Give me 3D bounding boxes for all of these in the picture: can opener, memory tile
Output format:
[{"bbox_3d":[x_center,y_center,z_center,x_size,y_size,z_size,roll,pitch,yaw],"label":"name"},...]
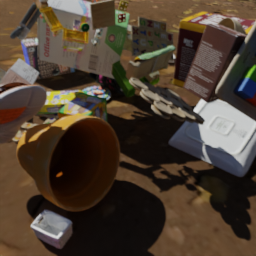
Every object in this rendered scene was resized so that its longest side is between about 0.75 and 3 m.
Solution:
[{"bbox_3d":[-3.018,-3.102,8.345,0.362,1.373,0.456,40,34,-21],"label":"can opener"},{"bbox_3d":[1.078,-0.677,7.534,2.147,0.180,1.646,8,33,-47],"label":"memory tile"}]

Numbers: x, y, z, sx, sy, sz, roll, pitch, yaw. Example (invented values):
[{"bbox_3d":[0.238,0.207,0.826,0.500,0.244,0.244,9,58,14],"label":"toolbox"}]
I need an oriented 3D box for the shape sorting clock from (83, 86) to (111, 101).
[{"bbox_3d":[-1.438,-1.430,12.094,1.377,0.270,1.377,0,35,0],"label":"shape sorting clock"}]

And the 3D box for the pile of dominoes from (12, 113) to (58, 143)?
[{"bbox_3d":[-4.189,-0.307,10.393,2.683,0.427,2.091,9,36,13],"label":"pile of dominoes"}]

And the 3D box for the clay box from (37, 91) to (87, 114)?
[{"bbox_3d":[-2.626,-1.035,11.202,1.961,0.467,1.127,-2,34,-2],"label":"clay box"}]

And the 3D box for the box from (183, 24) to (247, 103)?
[{"bbox_3d":[2.027,-1.525,6.664,0.617,1.647,0.825,-17,45,-40],"label":"box"}]

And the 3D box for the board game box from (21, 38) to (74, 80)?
[{"bbox_3d":[-3.885,-3.479,13.714,2.144,1.709,1.038,-19,41,-23],"label":"board game box"}]

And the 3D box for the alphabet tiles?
[{"bbox_3d":[0.996,-3.272,10.951,2.213,1.841,0.070,-5,5,-38],"label":"alphabet tiles"}]

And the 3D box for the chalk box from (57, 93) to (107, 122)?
[{"bbox_3d":[-1.456,-0.463,9.991,1.139,1.145,1.840,15,40,20],"label":"chalk box"}]

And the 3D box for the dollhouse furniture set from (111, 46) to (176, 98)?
[{"bbox_3d":[0.379,-1.974,8.388,1.353,2.066,1.037,-28,79,-14],"label":"dollhouse furniture set"}]

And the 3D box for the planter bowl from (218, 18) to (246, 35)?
[{"bbox_3d":[2.567,-2.271,6.974,0.548,0.814,0.814,3,33,-23],"label":"planter bowl"}]

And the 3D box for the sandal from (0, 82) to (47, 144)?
[{"bbox_3d":[-2.944,-0.418,6.512,1.135,2.962,0.849,-6,71,-44],"label":"sandal"}]

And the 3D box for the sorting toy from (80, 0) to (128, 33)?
[{"bbox_3d":[-0.680,-3.153,7.709,1.465,0.706,0.248,-21,48,-19],"label":"sorting toy"}]

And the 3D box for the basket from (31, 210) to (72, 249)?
[{"bbox_3d":[-1.762,2.387,6.561,0.810,0.499,0.549,15,39,22],"label":"basket"}]

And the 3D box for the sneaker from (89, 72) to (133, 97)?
[{"bbox_3d":[-0.712,-2.022,12.118,1.222,1.120,2.918,-8,23,-38],"label":"sneaker"}]

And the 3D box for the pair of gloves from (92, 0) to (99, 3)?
[{"bbox_3d":[-1.318,-4.450,10.916,0.319,2.298,2.580,11,31,-14],"label":"pair of gloves"}]

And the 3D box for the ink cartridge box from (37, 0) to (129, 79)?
[{"bbox_3d":[-1.537,-3.094,9.509,2.783,2.022,1.218,12,46,-7],"label":"ink cartridge box"}]

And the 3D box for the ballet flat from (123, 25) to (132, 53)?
[{"bbox_3d":[0.199,-3.545,11.387,0.992,0.917,2.942,54,25,13],"label":"ballet flat"}]

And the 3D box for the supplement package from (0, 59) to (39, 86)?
[{"bbox_3d":[-3.073,-1.205,7.667,0.678,0.952,1.222,37,15,-22],"label":"supplement package"}]

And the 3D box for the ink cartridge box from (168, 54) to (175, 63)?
[{"bbox_3d":[2.203,-3.884,15.447,0.624,0.362,1.072,0,34,0],"label":"ink cartridge box"}]

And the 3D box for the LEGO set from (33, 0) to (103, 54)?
[{"bbox_3d":[-1.850,-2.800,8.028,2.165,0.806,0.996,27,69,-11],"label":"LEGO set"}]

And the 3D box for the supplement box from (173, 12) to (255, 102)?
[{"bbox_3d":[3.808,-3.134,12.163,2.898,2.938,1.951,26,43,31],"label":"supplement box"}]

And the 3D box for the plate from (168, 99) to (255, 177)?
[{"bbox_3d":[3.093,0.038,9.294,2.636,0.426,2.630,26,59,31],"label":"plate"}]

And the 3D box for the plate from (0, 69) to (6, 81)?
[{"bbox_3d":[-5.904,-2.258,11.933,2.552,2.546,0.412,16,80,21],"label":"plate"}]

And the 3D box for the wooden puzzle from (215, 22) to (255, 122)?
[{"bbox_3d":[3.406,-1.099,6.191,2.361,2.187,0.547,31,-2,-12],"label":"wooden puzzle"}]

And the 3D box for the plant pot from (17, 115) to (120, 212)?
[{"bbox_3d":[-1.783,0.751,7.557,2.155,2.354,2.354,10,34,40],"label":"plant pot"}]
